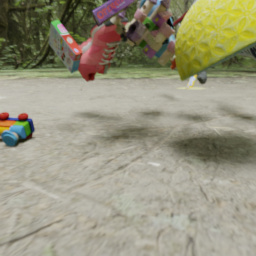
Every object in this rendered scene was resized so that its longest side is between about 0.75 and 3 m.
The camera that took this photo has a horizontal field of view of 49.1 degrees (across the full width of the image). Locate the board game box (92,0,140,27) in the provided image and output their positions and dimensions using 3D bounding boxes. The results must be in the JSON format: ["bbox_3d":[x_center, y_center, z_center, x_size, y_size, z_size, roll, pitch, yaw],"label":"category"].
[{"bbox_3d":[0.217,-3.096,6.447,2.306,0.372,1.384,-31,22,3],"label":"board game box"}]

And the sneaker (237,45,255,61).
[{"bbox_3d":[4.158,-2.889,9.377,2.233,0.783,1.211,51,5,40],"label":"sneaker"}]

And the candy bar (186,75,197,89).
[{"bbox_3d":[1.854,-1.352,8.188,0.230,0.102,0.923,-12,29,31],"label":"candy bar"}]

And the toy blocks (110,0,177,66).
[{"bbox_3d":[0.642,-2.826,7.319,1.749,1.473,1.635,17,34,-45],"label":"toy blocks"}]

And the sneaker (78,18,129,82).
[{"bbox_3d":[-0.797,-2.490,9.251,1.094,1.287,2.967,-21,-3,-40],"label":"sneaker"}]

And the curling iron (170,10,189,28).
[{"bbox_3d":[2.369,-4.747,11.453,2.471,0.613,0.316,-21,7,37],"label":"curling iron"}]

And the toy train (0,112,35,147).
[{"bbox_3d":[-3.466,0.069,7.483,1.654,0.700,0.957,3,28,11],"label":"toy train"}]

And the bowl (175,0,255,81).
[{"bbox_3d":[2.135,-2.345,5.891,2.955,1.590,2.955,-26,3,1],"label":"bowl"}]

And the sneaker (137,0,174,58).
[{"bbox_3d":[1.014,-3.246,9.531,1.015,2.589,1.164,-31,55,-2],"label":"sneaker"}]

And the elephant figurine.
[{"bbox_3d":[2.605,-2.678,9.124,1.368,1.934,1.501,-23,-17,-37],"label":"elephant figurine"}]

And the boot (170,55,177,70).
[{"bbox_3d":[2.269,-3.225,13.803,0.521,0.364,0.971,23,-26,-9],"label":"boot"}]

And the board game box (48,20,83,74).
[{"bbox_3d":[-1.790,-2.266,7.916,0.239,1.187,0.909,-33,-9,-29],"label":"board game box"}]

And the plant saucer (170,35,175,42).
[{"bbox_3d":[2.173,-4.550,14.460,0.579,1.656,0.157,7,-32,-35],"label":"plant saucer"}]
